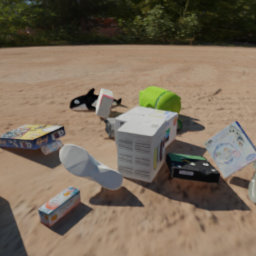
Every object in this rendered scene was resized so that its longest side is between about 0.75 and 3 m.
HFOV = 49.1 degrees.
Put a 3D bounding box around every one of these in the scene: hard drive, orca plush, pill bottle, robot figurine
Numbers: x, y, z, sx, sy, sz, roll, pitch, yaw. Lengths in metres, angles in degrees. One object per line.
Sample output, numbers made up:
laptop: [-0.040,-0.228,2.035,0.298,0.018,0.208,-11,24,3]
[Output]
hard drive: [1.962,1.236,8.903,1.387,0.376,1.986,7,9,0]
orca plush: [-1.832,-1.693,15.842,2.981,1.060,1.569,-2,22,-5]
pill bottle: [-2.955,0.717,10.851,0.410,0.410,0.754,18,28,37]
robot figurine: [1.597,-1.233,14.177,2.269,1.496,2.586,-14,26,-33]

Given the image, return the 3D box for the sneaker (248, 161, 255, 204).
sneaker: [4.317,1.455,8.433,1.041,0.914,2.598,25,35,18]

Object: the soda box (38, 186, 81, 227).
soda box: [-1.820,2.075,7.526,0.391,0.420,1.229,13,26,28]

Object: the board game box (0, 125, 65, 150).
board game box: [-3.942,0.327,11.234,2.375,0.411,1.609,2,19,33]

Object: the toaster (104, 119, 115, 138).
toaster: [-0.575,-0.035,12.346,0.788,0.693,1.220,-3,18,-16]

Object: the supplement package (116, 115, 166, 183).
supplement package: [0.477,0.641,9.402,1.215,1.652,1.579,9,25,21]

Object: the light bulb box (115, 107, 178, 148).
light bulb box: [0.758,0.045,11.416,1.934,1.207,1.917,13,26,28]

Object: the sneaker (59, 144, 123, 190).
sneaker: [-1.122,1.255,8.532,2.125,0.799,0.940,31,-8,8]

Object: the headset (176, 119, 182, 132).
headset: [1.939,-0.293,12.709,1.187,0.558,0.733,21,48,-7]

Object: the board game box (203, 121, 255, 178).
board game box: [3.255,0.696,8.860,0.286,1.318,1.312,0,56,-46]

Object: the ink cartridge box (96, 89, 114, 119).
ink cartridge box: [-1.240,-1.307,14.696,0.641,1.115,1.537,15,20,-13]
